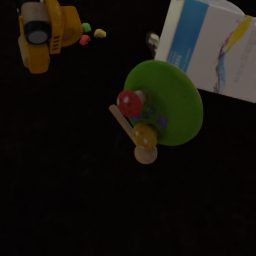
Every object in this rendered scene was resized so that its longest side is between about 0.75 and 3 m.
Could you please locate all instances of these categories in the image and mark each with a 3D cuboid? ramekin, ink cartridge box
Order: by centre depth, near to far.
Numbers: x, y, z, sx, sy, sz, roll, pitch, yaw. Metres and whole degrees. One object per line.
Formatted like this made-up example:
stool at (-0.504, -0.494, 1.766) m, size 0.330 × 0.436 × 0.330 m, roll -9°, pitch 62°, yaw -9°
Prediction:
ink cartridge box at (1.781, -1.665, 5.900) m, size 2.073 × 1.514 × 1.521 m, roll 13°, pitch 23°, yaw -6°
ramekin at (2.574, -3.078, 9.091) m, size 2.232 × 1.088 × 2.232 m, roll 0°, pitch 61°, yaw 0°

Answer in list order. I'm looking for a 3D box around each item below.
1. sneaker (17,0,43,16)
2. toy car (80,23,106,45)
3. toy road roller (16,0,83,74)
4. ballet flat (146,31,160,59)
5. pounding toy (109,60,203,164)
sneaker at (-2.204, -4.071, 7.051) m, size 0.849 × 1.362 × 2.542 m, roll 22°, pitch 67°, yaw 43°
toy car at (-1.372, -3.381, 9.767) m, size 0.996 × 0.222 × 0.938 m, roll -26°, pitch 63°, yaw -15°
toy road roller at (-1.786, -2.136, 6.394) m, size 1.270 × 1.739 × 1.069 m, roll -11°, pitch 71°, yaw -24°
ballet flat at (0.988, -2.596, 9.145) m, size 0.557 × 0.557 × 1.524 m, roll -19°, pitch 62°, yaw -10°
pounding toy at (0.185, -0.108, 4.086) m, size 0.800 × 1.724 × 1.330 m, roll -34°, pitch 83°, yaw -37°
